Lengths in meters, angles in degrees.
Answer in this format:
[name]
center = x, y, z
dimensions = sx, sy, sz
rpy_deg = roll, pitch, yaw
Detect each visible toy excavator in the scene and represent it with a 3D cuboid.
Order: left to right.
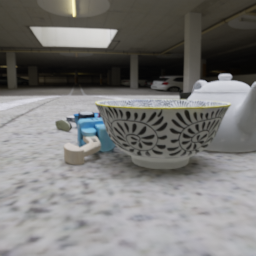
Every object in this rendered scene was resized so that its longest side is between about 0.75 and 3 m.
[toy excavator]
center = -0.858, 0.256, 7.153
dimensions = 1.882, 0.967, 1.936
rpy_deg = -5, 19, -26

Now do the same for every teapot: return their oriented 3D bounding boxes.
[teapot]
center = 2.725, -0.532, 8.178
dimensions = 2.779, 2.030, 2.743
rpy_deg = 5, 10, 33

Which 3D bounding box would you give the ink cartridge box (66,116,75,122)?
[ink cartridge box]
center = -2.126, -0.447, 13.496
dimensions = 1.246, 0.270, 1.235
rpy_deg = 5, 10, 44

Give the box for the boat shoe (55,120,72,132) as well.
[boat shoe]
center = -2.420, -0.131, 10.816
dimensions = 0.423, 0.449, 1.250
rpy_deg = -11, 11, -32

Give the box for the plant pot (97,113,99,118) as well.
[plant pot]
center = -0.236, -0.227, 9.464
dimensions = 1.239, 1.239, 1.109
rpy_deg = 6, -5, 37

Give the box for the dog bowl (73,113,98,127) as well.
[dog bowl]
center = -1.173, -0.244, 11.213
dimensions = 2.281, 0.566, 1.272
rpy_deg = 5, 10, 34

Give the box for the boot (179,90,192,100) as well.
[boot]
center = 2.852, -0.624, 10.375
dimensions = 2.254, 1.559, 0.873
rpy_deg = 5, 10, 25

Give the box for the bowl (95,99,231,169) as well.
[bowl]
center = 0.728, 0.088, 6.270
dimensions = 2.917, 1.369, 2.917
rpy_deg = 0, 9, 0
